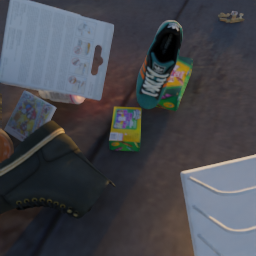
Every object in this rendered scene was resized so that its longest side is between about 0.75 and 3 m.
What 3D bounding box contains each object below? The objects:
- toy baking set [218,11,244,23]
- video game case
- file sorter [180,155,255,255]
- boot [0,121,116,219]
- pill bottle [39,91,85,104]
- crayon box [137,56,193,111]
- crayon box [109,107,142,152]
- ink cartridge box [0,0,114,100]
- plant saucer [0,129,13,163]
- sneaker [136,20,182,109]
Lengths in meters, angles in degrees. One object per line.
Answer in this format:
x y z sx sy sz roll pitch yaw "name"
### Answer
4.464 -4.772 11.965 1.267 0.147 0.972 -6 46 -6 "toy baking set"
-2.427 -0.218 6.898 1.032 0.130 1.134 28 90 21 "video game case"
1.835 1.604 4.094 1.437 2.071 1.289 -11 3 -11 "file sorter"
-1.761 1.424 5.324 1.918 1.074 2.773 41 76 5 "boot"
-1.855 -1.064 7.875 1.202 0.681 0.681 9 45 22 "pill bottle"
1.135 -1.430 8.329 1.162 0.570 1.957 14 49 15 "crayon box"
-0.045 -0.002 7.087 0.736 0.361 1.239 3 46 2 "crayon box"
-1.865 -1.957 7.341 2.598 2.112 0.741 10 4 -19 "ink cartridge box"
-3.240 0.586 5.382 1.932 1.932 0.362 -28 58 -25 "plant saucer"
0.684 -1.424 6.811 0.819 2.296 0.917 18 27 3 "sneaker"
